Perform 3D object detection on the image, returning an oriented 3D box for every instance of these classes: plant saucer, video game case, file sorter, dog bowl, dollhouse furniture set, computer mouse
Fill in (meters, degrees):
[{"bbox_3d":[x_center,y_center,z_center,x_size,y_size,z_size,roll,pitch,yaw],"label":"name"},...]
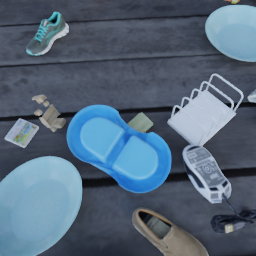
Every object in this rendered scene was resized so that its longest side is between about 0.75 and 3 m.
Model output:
[{"bbox_3d":[4.304,-3.423,10.474,2.929,0.564,2.929,0,61,-1],"label":"plant saucer"},{"bbox_3d":[-3.311,0.152,8.754,0.729,0.092,0.801,22,62,12],"label":"video game case"},{"bbox_3d":[-2.350,2.005,7.211,2.719,0.523,2.719,-10,50,12],"label":"plant saucer"},{"bbox_3d":[2.354,-0.556,8.545,1.847,1.150,1.281,-39,67,-19],"label":"file sorter"},{"bbox_3d":[-0.254,0.589,7.796,2.981,0.739,1.662,31,78,9],"label":"dog bowl"},{"bbox_3d":[-2.461,-0.379,8.336,0.501,1.132,0.587,-3,46,33],"label":"dollhouse furniture set"},{"bbox_3d":[2.304,1.587,7.654,1.389,0.556,2.534,-14,59,-25],"label":"computer mouse"}]

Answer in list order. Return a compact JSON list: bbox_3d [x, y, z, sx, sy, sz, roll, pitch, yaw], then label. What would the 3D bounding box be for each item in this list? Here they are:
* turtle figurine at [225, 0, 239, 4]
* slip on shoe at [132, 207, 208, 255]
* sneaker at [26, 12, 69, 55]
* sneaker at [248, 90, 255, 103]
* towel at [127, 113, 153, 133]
[{"bbox_3d":[5.106,-5.994,11.807,1.814,0.724,2.249,26,64,14],"label":"turtle figurine"},{"bbox_3d":[1.031,2.713,7.001,2.135,0.647,0.812,36,67,18],"label":"slip on shoe"},{"bbox_3d":[-3.062,-3.538,10.331,0.780,0.918,2.012,29,65,15],"label":"sneaker"},{"bbox_3d":[4.849,-0.107,8.473,1.174,1.115,2.917,-22,59,2],"label":"sneaker"},{"bbox_3d":[0.323,-0.063,8.777,0.821,0.150,0.609,-43,73,-14],"label":"towel"}]
